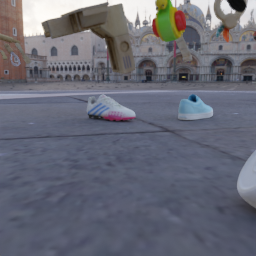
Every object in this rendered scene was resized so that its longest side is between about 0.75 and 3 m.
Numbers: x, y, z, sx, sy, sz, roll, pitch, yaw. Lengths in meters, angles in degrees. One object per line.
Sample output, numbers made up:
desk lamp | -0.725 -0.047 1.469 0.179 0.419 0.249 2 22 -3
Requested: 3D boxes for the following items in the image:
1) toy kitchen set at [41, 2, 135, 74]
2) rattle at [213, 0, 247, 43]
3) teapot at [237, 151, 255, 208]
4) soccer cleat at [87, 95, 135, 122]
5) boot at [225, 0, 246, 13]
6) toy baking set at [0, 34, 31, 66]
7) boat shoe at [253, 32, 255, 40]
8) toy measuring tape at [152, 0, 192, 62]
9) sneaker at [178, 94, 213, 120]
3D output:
toy kitchen set | -1.138 -2.910 9.864 2.798 2.524 2.283 -22 23 -21
rattle | 3.233 -3.801 9.409 1.080 1.659 1.185 -8 25 -13
teapot | 1.745 0.584 3.073 0.718 0.970 0.983 36 40 4
soccer cleat | -0.711 -0.774 10.544 2.174 0.939 0.760 7 11 33
boot | 2.799 -3.541 7.544 0.363 0.936 0.648 -44 8 36
toy baking set | -3.946 -2.537 9.114 1.480 1.136 0.172 7 -29 -32
boat shoe | 4.134 -3.147 7.678 0.623 0.708 1.990 32 -29 -6
toy measuring tape | 1.552 -3.016 9.385 1.094 1.094 2.974 6 -28 34
sneaker | 2.774 -0.866 11.112 0.843 0.934 2.280 8 12 36
